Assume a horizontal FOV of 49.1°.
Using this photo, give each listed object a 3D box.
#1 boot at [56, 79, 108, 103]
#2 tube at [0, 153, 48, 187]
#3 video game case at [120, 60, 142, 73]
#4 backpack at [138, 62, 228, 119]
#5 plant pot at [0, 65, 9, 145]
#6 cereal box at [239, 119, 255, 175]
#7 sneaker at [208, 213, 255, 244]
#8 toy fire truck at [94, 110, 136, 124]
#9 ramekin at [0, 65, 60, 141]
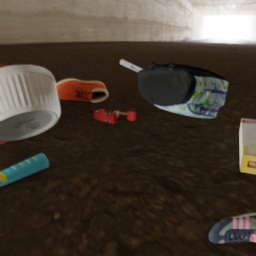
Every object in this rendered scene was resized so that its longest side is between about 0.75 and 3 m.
[{"bbox_3d":[-2.284,-1.724,13.440,2.673,1.003,1.433,-6,28,-17],"label":"boot"},{"bbox_3d":[-2.847,1.139,7.068,1.651,0.416,0.639,-24,19,-37],"label":"tube"},{"bbox_3d":[0.387,-1.887,9.238,1.375,0.167,1.511,24,10,-5],"label":"video game case"},{"bbox_3d":[1.777,-1.069,8.127,2.395,1.842,1.954,-17,20,-37],"label":"backpack"},{"bbox_3d":[-4.696,-1.016,9.942,2.492,2.199,2.495,11,25,27],"label":"plant pot"},{"bbox_3d":[4.395,0.545,8.186,2.114,0.581,2.938,8,23,19],"label":"cereal box"},{"bbox_3d":[2.064,1.880,5.064,1.237,0.434,0.508,-10,21,-21],"label":"sneaker"},{"bbox_3d":[-0.533,-0.499,11.122,1.442,0.351,1.017,16,26,36],"label":"toy fire truck"},{"bbox_3d":[-3.028,-0.575,7.806,2.355,1.236,2.355,-22,-15,-6],"label":"ramekin"}]
